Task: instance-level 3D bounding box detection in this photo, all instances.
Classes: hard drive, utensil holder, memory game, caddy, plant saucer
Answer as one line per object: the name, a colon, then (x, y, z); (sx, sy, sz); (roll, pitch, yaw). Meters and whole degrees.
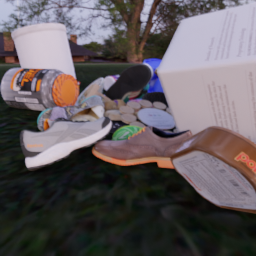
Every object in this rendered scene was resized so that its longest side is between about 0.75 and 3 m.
hard drive: (0.276, -0.052, 7.921); (1.432, 0.271, 1.000); (3, 16, 13)
utensil holder: (-3.834, -3.088, 13.138); (2.452, 2.885, 2.452); (-11, 9, 2)
memory game: (0.773, -0.228, 7.667); (2.067, 0.132, 2.067); (10, 31, -6)
caddy: (1.539, -2.277, 13.678); (2.037, 1.513, 2.882); (29, 27, 18)
plant saucer: (-1.418, -1.264, 10.819); (1.547, 0.388, 1.547); (-36, 23, 18)

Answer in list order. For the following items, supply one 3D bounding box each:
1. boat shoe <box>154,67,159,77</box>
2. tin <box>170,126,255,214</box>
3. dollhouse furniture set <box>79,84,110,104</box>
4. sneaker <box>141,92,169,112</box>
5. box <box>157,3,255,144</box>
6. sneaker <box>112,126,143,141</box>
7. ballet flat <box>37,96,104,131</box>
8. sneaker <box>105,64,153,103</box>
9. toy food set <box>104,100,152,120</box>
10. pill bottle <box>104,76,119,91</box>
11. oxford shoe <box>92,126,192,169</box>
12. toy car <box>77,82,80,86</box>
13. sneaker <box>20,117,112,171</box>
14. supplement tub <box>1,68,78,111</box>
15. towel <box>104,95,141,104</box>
boat shoe: (1.607, -1.781, 9.626); (0.862, 0.773, 2.330); (41, 11, 15)
tin: (1.130, 0.564, 3.590); (0.409, 1.094, 1.954); (-40, -6, -12)
dollhouse furniture set: (-1.020, -0.852, 9.350); (0.897, 1.047, 1.101); (32, -17, -17)
sneaker: (1.633, -0.857, 10.057); (2.307, 0.807, 1.038); (4, 7, 4)
box: (2.006, -0.935, 5.720); (1.903, 2.210, 2.221); (-2, 43, 29)
sneaker: (0.293, 0.243, 6.456); (1.354, 0.501, 0.566); (1, 12, 4)
ballet flat: (-1.246, -0.227, 7.768); (0.992, 0.992, 2.759); (8, 18, 26)
sneaker: (0.366, -1.701, 10.691); (1.550, 1.073, 2.567); (-28, -1, -43)
toy food set: (0.028, -0.642, 8.970); (1.735, 0.430, 2.729); (-2, 10, -12)
pill bottle: (-0.609, -2.452, 15.400); (0.834, 0.834, 1.498); (11, 19, 34)
oxford shoe: (0.272, 0.308, 5.661); (2.115, 0.771, 0.754); (1, 16, 14)
toy car: (-3.624, -2.191, 15.198); (1.954, 0.463, 2.076); (-2, 15, -7)
sneaker: (-1.161, 0.093, 5.664); (2.101, 0.833, 0.776); (-25, 3, -43)
supplement tub: (-3.218, -1.397, 10.322); (2.551, 1.563, 1.563); (6, 17, 24)
towel: (-0.575, -1.291, 12.324); (2.369, 0.282, 1.715); (-11, 20, -34)
